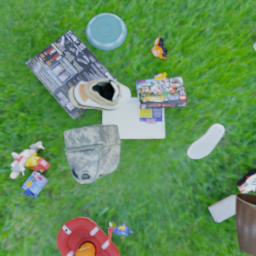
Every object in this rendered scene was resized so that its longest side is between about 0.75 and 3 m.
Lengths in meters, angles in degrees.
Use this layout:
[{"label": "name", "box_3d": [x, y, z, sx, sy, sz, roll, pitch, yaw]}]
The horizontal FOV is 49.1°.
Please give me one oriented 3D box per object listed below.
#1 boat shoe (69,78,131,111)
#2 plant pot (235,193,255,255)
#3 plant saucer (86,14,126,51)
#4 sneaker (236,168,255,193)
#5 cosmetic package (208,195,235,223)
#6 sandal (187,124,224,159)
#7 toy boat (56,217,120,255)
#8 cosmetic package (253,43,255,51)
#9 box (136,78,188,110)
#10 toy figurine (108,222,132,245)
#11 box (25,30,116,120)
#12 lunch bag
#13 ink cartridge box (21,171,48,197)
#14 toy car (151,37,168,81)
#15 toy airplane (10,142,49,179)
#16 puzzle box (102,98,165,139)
[{"label": "boat shoe", "box_3d": [-0.592, -0.996, 8.402, 0.827, 2.417, 0.903, -16, 89, 37]}, {"label": "plant pot", "box_3d": [3.606, 2.762, 7.860, 1.363, 1.363, 1.458, 9, 94, 2]}, {"label": "plant saucer", "box_3d": [-0.948, -4.200, 12.074, 1.764, 0.242, 1.764, 0, 77, 0]}, {"label": "sneaker", "box_3d": [4.731, 2.056, 10.703, 1.259, 0.443, 0.589, -34, 102, -12]}, {"label": "cosmetic package", "box_3d": [3.629, 3.003, 10.423, 1.109, 0.500, 0.592, -24, 78, -2]}, {"label": "sandal", "box_3d": [2.248, 0.405, 8.054, 0.530, 0.320, 1.303, 40, 113, -8]}, {"label": "toy boat", "box_3d": [-1.432, 4.226, 9.602, 1.545, 1.548, 2.368, -44, 81, -8]}, {"label": "cosmetic package", "box_3d": [6.895, -3.893, 11.594, 2.939, 1.088, 1.494, -35, 81, -9]}, {"label": "box", "box_3d": [1.311, -1.388, 11.141, 1.862, 0.351, 1.271, -5, 55, -4]}, {"label": "toy figurine", "box_3d": [-0.206, 2.808, 7.453, 0.617, 1.029, 0.543, 2, 75, -1]}, {"label": "box", "box_3d": [-2.271, -2.174, 11.377, 2.327, 0.734, 2.950, -41, 81, -8]}, {"label": "lunch bag", "box_3d": [-0.974, 0.730, 8.217, 1.264, 1.814, 1.521, -11, 87, 18]}, {"label": "ink cartridge box", "box_3d": [-3.594, 2.193, 10.663, 0.618, 0.346, 0.906, 36, 82, 7]}, {"label": "toy car", "box_3d": [1.161, -2.808, 11.367, 0.610, 0.899, 1.833, -9, 52, 30]}, {"label": "toy airplane", "box_3d": [-3.770, 1.152, 10.482, 1.391, 0.986, 1.397, -16, 49, -18]}, {"label": "puzzle box", "box_3d": [0.215, -0.381, 11.213, 2.492, 0.317, 1.658, 0, 78, 0]}]
